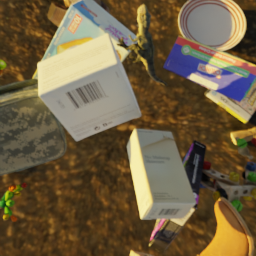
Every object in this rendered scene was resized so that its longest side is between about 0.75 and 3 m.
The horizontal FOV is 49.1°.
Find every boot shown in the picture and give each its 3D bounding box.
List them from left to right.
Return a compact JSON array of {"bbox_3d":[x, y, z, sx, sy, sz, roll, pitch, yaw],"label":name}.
[{"bbox_3d":[-1.064,-3.190,7.062,1.996,1.459,0.701,-49,55,32],"label":"boot"},{"bbox_3d":[1.434,2.253,4.852,1.404,0.693,1.808,-16,85,-2],"label":"boot"},{"bbox_3d":[3.909,0.418,9.164,0.886,0.293,0.776,-15,62,-5],"label":"boot"}]

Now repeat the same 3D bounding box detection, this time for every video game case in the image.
[{"bbox_3d":[3.879,-1.353,9.672,1.693,0.239,1.874,38,78,10],"label":"video game case"}]

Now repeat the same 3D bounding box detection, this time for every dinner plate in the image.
[{"bbox_3d":[3.069,-3.845,10.349,2.452,0.297,2.452,0,73,0],"label":"dinner plate"}]

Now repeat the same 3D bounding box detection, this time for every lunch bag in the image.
[{"bbox_3d":[-2.718,-0.115,6.342,2.352,1.973,1.639,-18,117,-10],"label":"lunch bag"}]

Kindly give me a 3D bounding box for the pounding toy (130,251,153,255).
[{"bbox_3d":[0.627,3.419,6.060,1.038,1.815,1.041,9,70,41],"label":"pounding toy"}]

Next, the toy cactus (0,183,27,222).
[{"bbox_3d":[-2.543,1.567,5.742,0.817,0.506,0.990,-13,41,34],"label":"toy cactus"}]

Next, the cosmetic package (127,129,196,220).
[{"bbox_3d":[0.515,0.769,4.889,0.791,0.559,1.529,4,46,-18],"label":"cosmetic package"}]

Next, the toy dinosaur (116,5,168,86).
[{"bbox_3d":[0.262,-1.576,5.785,0.802,1.819,0.432,15,56,32],"label":"toy dinosaur"}]

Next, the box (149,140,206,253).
[{"bbox_3d":[1.191,1.476,6.426,0.403,1.597,2.233,26,35,4],"label":"box"}]

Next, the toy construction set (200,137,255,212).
[{"bbox_3d":[2.490,1.143,6.105,1.464,1.349,1.755,26,106,-12],"label":"toy construction set"}]

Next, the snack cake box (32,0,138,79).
[{"bbox_3d":[-1.211,-1.619,7.153,1.589,2.762,0.928,38,39,-9],"label":"snack cake box"}]

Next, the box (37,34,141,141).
[{"bbox_3d":[-0.748,-0.755,5.659,1.553,1.561,1.020,-21,50,6],"label":"box"}]

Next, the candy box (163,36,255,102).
[{"bbox_3d":[2.257,-1.507,7.165,1.970,2.330,0.898,30,112,18],"label":"candy box"}]

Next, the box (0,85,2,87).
[{"bbox_3d":[-4.803,-0.968,7.810,0.383,1.387,2.031,18,63,42],"label":"box"}]

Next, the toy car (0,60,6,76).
[{"bbox_3d":[-3.297,-1.172,6.811,0.643,0.617,0.782,-24,82,31],"label":"toy car"}]
